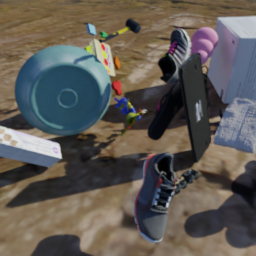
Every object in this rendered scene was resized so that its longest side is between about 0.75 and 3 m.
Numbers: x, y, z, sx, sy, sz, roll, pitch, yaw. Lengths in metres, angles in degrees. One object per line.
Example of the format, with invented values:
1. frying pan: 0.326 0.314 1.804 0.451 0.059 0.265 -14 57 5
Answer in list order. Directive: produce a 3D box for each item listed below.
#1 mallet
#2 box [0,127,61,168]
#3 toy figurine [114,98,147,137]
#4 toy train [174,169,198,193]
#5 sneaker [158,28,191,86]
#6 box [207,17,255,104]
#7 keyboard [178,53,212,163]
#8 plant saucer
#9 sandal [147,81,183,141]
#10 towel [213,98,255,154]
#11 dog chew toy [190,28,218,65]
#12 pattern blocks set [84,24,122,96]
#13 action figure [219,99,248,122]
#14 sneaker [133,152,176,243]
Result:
1. mallet: -0.194 -2.535 7.551 0.441 0.275 1.338 37 58 19
2. box: -2.714 0.399 6.574 2.503 0.519 0.484 24 37 -48
3. toy figurine: -0.151 -0.459 8.085 0.954 0.840 1.593 45 17 0
4. toy train: 1.159 1.376 6.748 1.479 0.252 0.339 -26 38 -35
5. sneaker: 1.232 -1.979 7.773 0.778 1.779 0.656 8 -9 -26
6. box: 4.136 -2.518 10.248 1.600 2.435 2.448 -1 37 -1
7. keyboard: 1.692 -0.526 7.352 0.543 2.742 1.427 10 38 38
8. plant saucer: -1.721 -0.882 7.808 2.705 2.705 0.486 -11 29 -15
9. sandal: 1.019 -0.527 7.474 1.831 0.688 0.413 -57 38 1
10. towel: 1.660 -0.060 4.071 0.579 0.151 0.873 15 63 32
11. dog chew toy: 2.478 -2.664 9.395 0.892 0.892 1.432 13 64 17
12. pattern blocks set: -0.818 -2.200 9.111 0.173 2.133 1.875 -14 -15 29
13. action figure: 3.768 -0.430 8.862 1.556 0.794 0.925 -6 26 -5
14. sneaker: 0.544 1.196 5.144 0.654 0.695 1.696 15 63 -20
